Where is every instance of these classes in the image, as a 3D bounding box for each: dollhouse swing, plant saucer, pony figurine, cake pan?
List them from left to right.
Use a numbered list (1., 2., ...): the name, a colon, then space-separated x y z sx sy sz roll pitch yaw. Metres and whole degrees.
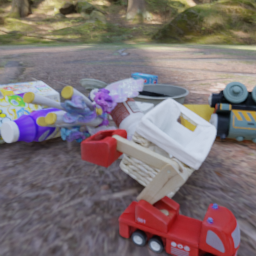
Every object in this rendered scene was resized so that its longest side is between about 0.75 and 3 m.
1. pony figurine: -0.838 -0.289 6.427 2.228 1.922 2.308 -2 -11 32
2. plant saucer: -1.315 -1.563 10.801 1.143 0.287 1.143 9 -9 1
3. cake pan: 1.161 -1.299 11.315 2.495 0.458 2.495 0 20 0
4. dollhouse swing: 2.239 -0.087 8.354 1.378 1.211 1.252 0 62 0

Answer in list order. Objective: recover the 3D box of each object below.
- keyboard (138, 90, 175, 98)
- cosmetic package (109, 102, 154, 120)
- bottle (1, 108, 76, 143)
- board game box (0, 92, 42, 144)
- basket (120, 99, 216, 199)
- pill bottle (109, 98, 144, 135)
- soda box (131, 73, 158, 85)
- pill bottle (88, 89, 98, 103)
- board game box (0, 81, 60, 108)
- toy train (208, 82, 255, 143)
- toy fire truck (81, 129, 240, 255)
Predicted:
1. keyboard: 0.995 -1.274 10.879 1.786 0.229 1.072 6 8 -25
2. cosmetic package: 0.102 -0.520 9.097 1.313 0.533 0.741 12 25 28
3. bottle: -2.147 -0.073 7.118 0.679 0.869 2.081 54 33 13
4. board game box: -3.210 -0.230 7.355 0.875 0.859 1.668 51 38 9
5. basket: 0.778 0.347 5.347 1.228 1.118 1.812 35 27 11
6. pill bottle: -0.020 -0.289 6.979 0.727 0.727 1.297 -13 56 -32
7. soda box: 0.846 -2.540 14.675 0.490 0.464 1.445 -19 28 -41
8. pill bottle: -1.287 -1.185 10.753 0.467 0.467 0.780 -8 -3 -20
9. board game box: -4.109 -1.335 11.359 1.897 0.483 2.822 -11 23 -28
10. toy train: 3.357 -0.308 7.140 2.574 1.467 1.097 6 -17 10
11. toy fire truck: 0.417 0.907 3.802 2.163 1.525 0.527 10 23 26
